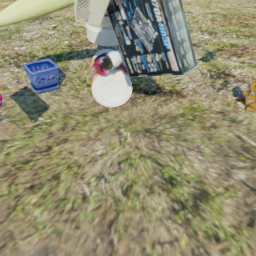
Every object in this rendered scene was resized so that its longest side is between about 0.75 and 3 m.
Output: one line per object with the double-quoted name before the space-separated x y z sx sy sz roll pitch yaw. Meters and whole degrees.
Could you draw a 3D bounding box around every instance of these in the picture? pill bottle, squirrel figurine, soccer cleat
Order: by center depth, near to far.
"pill bottle" -0.577 -3.779 7.727 1.470 2.684 1.470 2 43 -2
"soccer cleat" -0.511 -1.824 7.919 0.620 0.502 1.436 -27 13 -20
"squirrel figurine" 4.186 -1.094 8.961 0.981 0.916 0.694 2 35 3
"pill bottle" -0.650 -1.805 9.623 1.288 1.288 2.255 -5 36 -7

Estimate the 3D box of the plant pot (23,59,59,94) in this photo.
"plant pot" -3.051 -1.814 10.013 0.998 0.898 0.998 -20 39 -26

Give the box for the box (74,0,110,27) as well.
"box" -0.498 -2.408 4.605 0.465 1.361 0.559 4 55 -24

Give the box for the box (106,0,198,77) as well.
"box" 0.387 -2.193 5.948 0.509 2.213 1.759 -35 27 -30

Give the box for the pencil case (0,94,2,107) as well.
"pencil case" -3.168 -0.799 5.347 1.584 0.700 0.700 39 44 5

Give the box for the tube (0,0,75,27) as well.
"tube" -2.620 -3.239 7.508 2.869 0.832 0.745 -13 74 22
